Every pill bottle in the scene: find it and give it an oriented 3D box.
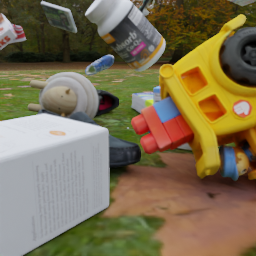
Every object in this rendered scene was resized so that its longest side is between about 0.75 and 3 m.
[{"bbox_3d":[-0.075,-3.531,10.158,2.808,1.634,1.634,39,-4,-26],"label":"pill bottle"}]

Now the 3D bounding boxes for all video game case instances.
[{"bbox_3d":[-2.558,-4.105,10.437,1.189,0.139,1.081,22,-20,13],"label":"video game case"}]

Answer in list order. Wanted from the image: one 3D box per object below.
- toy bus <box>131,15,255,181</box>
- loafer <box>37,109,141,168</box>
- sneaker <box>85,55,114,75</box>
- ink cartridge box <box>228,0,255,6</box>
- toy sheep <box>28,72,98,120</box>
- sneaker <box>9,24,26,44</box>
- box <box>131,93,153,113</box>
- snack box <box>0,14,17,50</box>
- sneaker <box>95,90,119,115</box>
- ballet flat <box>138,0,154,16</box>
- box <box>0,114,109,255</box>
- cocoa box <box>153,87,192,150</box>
[{"bbox_3d":[1.565,-0.041,4.883,2.684,2.796,1.897,-29,-16,-2],"label":"toy bus"},{"bbox_3d":[-1.016,0.166,5.886,2.871,1.008,0.975,10,7,33],"label":"loafer"},{"bbox_3d":[-1.249,-2.712,12.331,1.467,0.555,0.565,-29,15,16],"label":"sneaker"},{"bbox_3d":[3.511,-4.161,8.433,1.537,0.517,0.900,5,3,-27],"label":"ink cartridge box"},{"bbox_3d":[-1.784,-0.810,8.438,1.891,1.891,2.743,2,9,9],"label":"toy sheep"},{"bbox_3d":[-3.830,-2.998,8.967,0.966,0.543,0.344,-21,43,-25],"label":"sneaker"},{"bbox_3d":[1.305,-0.863,10.716,1.820,0.711,2.985,-3,15,-14],"label":"box"},{"bbox_3d":[-3.208,-1.437,5.630,2.090,0.254,0.751,-37,54,1],"label":"snack box"},{"bbox_3d":[-1.619,-1.001,10.411,2.944,1.130,1.233,-12,14,-34],"label":"sneaker"},{"bbox_3d":[0.657,-4.533,10.517,0.419,1.225,0.417,37,31,0],"label":"ballet flat"},{"bbox_3d":[-1.658,0.692,3.520,1.575,1.234,2.532,13,18,39],"label":"box"},{"bbox_3d":[1.708,-0.439,7.469,1.487,1.463,2.230,7,16,26],"label":"cocoa box"}]
